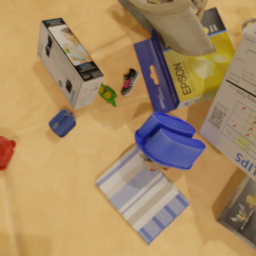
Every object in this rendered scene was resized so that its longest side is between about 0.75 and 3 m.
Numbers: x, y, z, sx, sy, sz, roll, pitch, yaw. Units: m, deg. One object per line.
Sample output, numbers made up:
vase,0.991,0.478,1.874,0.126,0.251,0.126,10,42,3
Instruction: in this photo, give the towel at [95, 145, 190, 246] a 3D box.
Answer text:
towel,0.384,1.790,7.805,1.690,0.274,2.301,-40,76,-11

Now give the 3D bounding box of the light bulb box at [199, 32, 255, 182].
light bulb box,3.560,-0.347,6.443,1.753,2.810,2.785,3,29,-30

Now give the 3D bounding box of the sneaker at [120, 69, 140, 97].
sneaker,-0.001,-1.442,8.715,0.361,0.428,0.978,18,72,43

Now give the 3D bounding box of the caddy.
caddy,1.091,0.425,7.529,1.955,1.026,1.382,16,35,-31

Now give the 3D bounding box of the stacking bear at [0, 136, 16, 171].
stacking bear,-4.420,0.377,7.730,2.453,1.395,1.490,21,68,-4

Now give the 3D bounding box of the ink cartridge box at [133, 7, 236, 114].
ink cartridge box,1.785,-2.075,8.587,2.833,0.666,2.799,-17,70,4

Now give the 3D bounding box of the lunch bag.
lunch bag,-1.921,-0.153,8.304,0.541,0.527,0.796,39,76,12

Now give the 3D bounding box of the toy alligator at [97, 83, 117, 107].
toy alligator,-0.784,-1.187,8.686,1.456,0.432,0.395,40,79,21

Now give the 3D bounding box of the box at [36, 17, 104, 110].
box,-1.804,-1.906,8.360,0.721,1.399,2.399,-25,73,-33

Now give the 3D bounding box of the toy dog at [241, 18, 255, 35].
toy dog,4.030,-2.674,8.438,1.086,1.487,2.255,-6,77,-34

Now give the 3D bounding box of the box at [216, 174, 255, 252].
box,3.876,2.125,7.518,1.929,0.589,2.436,37,75,11

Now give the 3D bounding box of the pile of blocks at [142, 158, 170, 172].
pile of blocks,0.769,1.057,7.883,0.998,0.410,0.310,9,102,-31

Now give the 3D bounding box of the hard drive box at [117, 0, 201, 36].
hard drive box,1.219,-4.697,9.545,2.602,0.999,2.028,-36,75,-11

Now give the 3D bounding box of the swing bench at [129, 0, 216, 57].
swing bench,1.185,-3.469,7.232,1.714,2.628,2.642,-1,80,29
